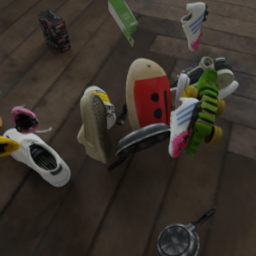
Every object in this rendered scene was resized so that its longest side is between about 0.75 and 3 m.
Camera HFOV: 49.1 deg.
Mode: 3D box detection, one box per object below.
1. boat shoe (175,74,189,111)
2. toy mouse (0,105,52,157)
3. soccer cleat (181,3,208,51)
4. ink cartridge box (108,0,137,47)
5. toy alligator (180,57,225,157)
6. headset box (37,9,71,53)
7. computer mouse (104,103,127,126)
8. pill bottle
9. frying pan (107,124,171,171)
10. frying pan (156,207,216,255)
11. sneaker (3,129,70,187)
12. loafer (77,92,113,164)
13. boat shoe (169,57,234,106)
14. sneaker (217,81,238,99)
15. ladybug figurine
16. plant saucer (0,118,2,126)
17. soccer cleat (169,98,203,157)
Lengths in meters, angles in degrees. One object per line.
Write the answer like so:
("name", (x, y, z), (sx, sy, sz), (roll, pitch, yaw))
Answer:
("boat shoe", (1.606, -0.696, 7.759), (0.581, 1.779, 0.655), (4, 46, 8))
("toy mouse", (-3.019, -0.154, 6.616), (2.375, 2.111, 0.460), (-12, 50, -25))
("soccer cleat", (1.709, -2.718, 7.575), (0.625, 1.447, 0.506), (4, 56, 2))
("ink cartridge box", (-0.068, -3.340, 8.791), (0.426, 0.746, 1.437), (-32, 93, -1))
("toy alligator", (1.825, -0.716, 6.636), (0.974, 0.706, 2.938), (20, 64, -11))
("headset box", (-2.719, -3.595, 10.291), (1.003, 1.348, 0.521), (37, 62, 26))
("computer mouse", (-0.570, -0.463, 7.295), (1.118, 0.245, 0.613), (15, 93, -5))
("pill bottle", (-0.899, -0.613, 8.181), (0.787, 0.787, 1.441), (-13, 41, -10))
("frying pan", (0.266, 0.430, 6.665), (1.433, 2.368, 0.385), (-18, 76, -18))
("frying pan", (1.313, 2.345, 6.006), (1.608, 0.262, 0.973), (-27, 35, 6))
("sneaker", (-2.471, 0.589, 7.410), (2.381, 0.843, 0.870), (29, 58, 21))
("loafer", (-0.891, 0.077, 6.813), (0.710, 2.080, 0.787), (3, 40, 13))
("boat shoe", (1.799, -1.300, 8.225), (2.449, 0.880, 0.828), (-20, 57, 27))
("sneaker", (2.845, -1.232, 8.603), (0.987, 0.570, 0.364), (-37, 20, 9))
("ladybug figurine", (0.611, -0.644, 7.229), (0.819, 2.276, 1.545), (1, 17, 33))
("plant saucer", (-4.048, -0.382, 8.127), (0.172, 0.921, 0.921), (-46, 61, 4))
("soccer cleat", (0.940, -0.025, 5.125), (0.493, 0.399, 1.142), (22, 81, 31))
